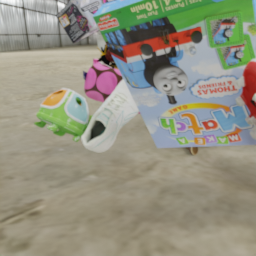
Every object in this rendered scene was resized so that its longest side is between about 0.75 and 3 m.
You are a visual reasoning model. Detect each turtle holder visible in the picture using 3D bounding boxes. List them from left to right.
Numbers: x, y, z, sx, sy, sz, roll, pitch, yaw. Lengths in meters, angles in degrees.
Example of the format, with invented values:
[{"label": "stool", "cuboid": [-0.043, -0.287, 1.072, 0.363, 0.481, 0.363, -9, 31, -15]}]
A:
[{"label": "turtle holder", "cuboid": [-1.241, -0.252, 6.088, 1.349, 0.958, 1.025, 25, -11, -20]}]

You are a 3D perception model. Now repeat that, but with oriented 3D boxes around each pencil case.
[{"label": "pencil case", "cuboid": [-0.007, -0.978, 7.067, 2.215, 1.037, 1.005, 18, 11, 10]}]

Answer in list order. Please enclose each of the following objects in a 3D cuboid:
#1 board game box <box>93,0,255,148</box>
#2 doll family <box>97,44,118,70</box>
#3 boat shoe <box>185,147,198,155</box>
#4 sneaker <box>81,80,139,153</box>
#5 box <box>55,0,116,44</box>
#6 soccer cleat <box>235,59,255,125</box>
[{"label": "board game box", "cuboid": [0.993, -0.807, 4.397, 2.112, 2.792, 0.511, -5, 42, 31]}, {"label": "doll family", "cuboid": [-0.367, -1.933, 8.517, 1.171, 2.984, 1.725, 16, 51, 19]}, {"label": "boat shoe", "cuboid": [2.137, 0.626, 9.570, 0.379, 0.380, 1.054, -25, 22, 25]}, {"label": "sneaker", "cuboid": [-0.276, -0.317, 5.941, 0.703, 2.000, 0.801, 33, 3, 15]}, {"label": "box", "cuboid": [-0.684, -2.232, 5.451, 0.738, 0.641, 1.118, -17, 22, 47]}, {"label": "soccer cleat", "cuboid": [2.131, -0.089, 3.655, 0.942, 2.211, 0.759, -31, 30, 10]}]
